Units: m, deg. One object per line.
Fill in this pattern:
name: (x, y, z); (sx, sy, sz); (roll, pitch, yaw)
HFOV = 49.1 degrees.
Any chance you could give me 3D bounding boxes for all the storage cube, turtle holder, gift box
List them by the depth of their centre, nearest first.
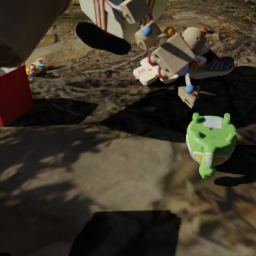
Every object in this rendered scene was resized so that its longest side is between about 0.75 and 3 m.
turtle holder: (1.793, 0.377, 5.925); (1.039, 0.971, 1.368); (-10, 37, -8)
storage cube: (-3.646, -1.032, 7.821); (1.285, 1.351, 1.503); (11, 33, 17)
gift box: (0.069, -3.971, 8.152); (2.527, 2.359, 2.331); (41, 83, 4)

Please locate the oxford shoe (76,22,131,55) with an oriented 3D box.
oxford shoe: (-0.674, -2.427, 7.756); (1.652, 0.589, 0.589); (27, 19, 6)

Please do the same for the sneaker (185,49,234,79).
sneaker: (3.144, -2.502, 10.461); (2.268, 0.992, 0.837); (-16, 36, -23)

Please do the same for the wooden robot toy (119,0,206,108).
wooden robot toy: (0.813, -1.404, 4.729); (0.951, 2.096, 0.923); (-39, 9, -3)

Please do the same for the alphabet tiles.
alphabet tiles: (1.513, -2.425, 10.103); (2.647, 0.193, 2.589); (-29, 34, -2)

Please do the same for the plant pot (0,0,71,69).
plant pot: (-2.779, -2.772, 6.233); (2.793, 2.793, 2.424); (7, 73, 11)

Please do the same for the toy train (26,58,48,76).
toy train: (-3.853, -2.420, 10.871); (1.150, 0.426, 1.531); (17, 37, 24)
